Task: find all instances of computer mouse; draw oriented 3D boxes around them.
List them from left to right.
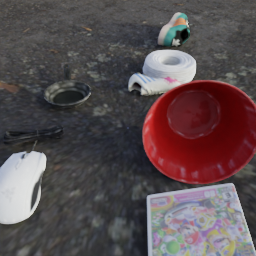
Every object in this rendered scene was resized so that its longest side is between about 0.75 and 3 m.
[{"bbox_3d":[-2.292,0.832,6.208,1.440,0.576,2.626,-2,40,-4],"label":"computer mouse"}]

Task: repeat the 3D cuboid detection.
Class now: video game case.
[{"bbox_3d":[1.170,2.025,4.626,1.697,0.213,2.370,-11,39,11],"label":"video game case"}]

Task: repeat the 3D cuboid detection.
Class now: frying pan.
[{"bbox_3d":[-2.086,-1.274,8.866,1.405,0.378,2.322,-21,43,-24],"label":"frying pan"}]

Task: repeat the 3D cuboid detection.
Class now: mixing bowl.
[{"bbox_3d":[1.516,-0.070,6.226,2.355,2.355,1.275,3,24,4],"label":"mixing bowl"}]

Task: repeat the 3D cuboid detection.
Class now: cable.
[{"bbox_3d":[1.406,-2.087,9.613,1.808,0.626,1.808,17,43,19],"label":"cable"}]

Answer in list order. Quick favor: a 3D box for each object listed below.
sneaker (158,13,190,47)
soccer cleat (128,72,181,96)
[{"bbox_3d":[2.165,-4.062,11.837,1.032,0.922,2.583,23,48,14],"label":"sneaker"},{"bbox_3d":[0.800,-1.243,8.762,1.677,0.586,0.724,13,57,19],"label":"soccer cleat"}]
